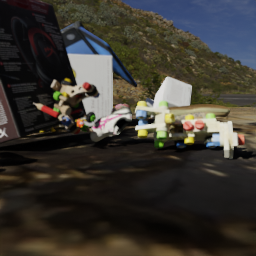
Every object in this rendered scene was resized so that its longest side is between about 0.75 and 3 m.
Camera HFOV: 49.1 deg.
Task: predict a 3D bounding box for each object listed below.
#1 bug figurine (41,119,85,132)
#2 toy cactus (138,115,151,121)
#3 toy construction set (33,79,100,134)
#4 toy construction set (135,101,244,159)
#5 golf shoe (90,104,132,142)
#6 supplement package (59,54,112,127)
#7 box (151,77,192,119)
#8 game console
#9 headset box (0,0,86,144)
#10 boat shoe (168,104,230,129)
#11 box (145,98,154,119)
[{"bbox_3d":[-1.796,-0.137,7.726,1.296,0.334,1.005,-4,15,-22],"label":"bug figurine"},{"bbox_3d":[0.687,-0.383,10.365,0.964,0.493,0.796,-14,28,34],"label":"toy cactus"},{"bbox_3d":[-1.131,-0.430,4.768,0.862,0.935,1.122,23,14,24],"label":"toy construction set"},{"bbox_3d":[0.969,0.009,4.368,1.628,0.750,1.067,13,-17,24],"label":"toy construction set"},{"bbox_3d":[-0.338,-0.019,5.135,0.985,0.454,0.358,-39,-49,24],"label":"golf shoe"},{"bbox_3d":[-2.135,-1.170,9.235,2.912,2.210,2.194,-1,5,-14],"label":"supplement package"},{"bbox_3d":[1.398,-0.849,9.078,0.903,1.054,1.049,20,-33,-7],"label":"box"},{"bbox_3d":[-1.306,-2.188,9.899,2.318,1.607,2.716,-22,-29,14],"label":"game console"},{"bbox_3d":[-2.063,-1.239,5.208,1.035,2.760,2.051,-14,6,25],"label":"headset box"},{"bbox_3d":[1.846,-0.312,7.856,1.935,0.606,0.709,-3,11,8],"label":"boat shoe"},{"bbox_3d":[1.048,-0.814,12.005,0.781,0.511,0.777,24,25,-7],"label":"box"}]
